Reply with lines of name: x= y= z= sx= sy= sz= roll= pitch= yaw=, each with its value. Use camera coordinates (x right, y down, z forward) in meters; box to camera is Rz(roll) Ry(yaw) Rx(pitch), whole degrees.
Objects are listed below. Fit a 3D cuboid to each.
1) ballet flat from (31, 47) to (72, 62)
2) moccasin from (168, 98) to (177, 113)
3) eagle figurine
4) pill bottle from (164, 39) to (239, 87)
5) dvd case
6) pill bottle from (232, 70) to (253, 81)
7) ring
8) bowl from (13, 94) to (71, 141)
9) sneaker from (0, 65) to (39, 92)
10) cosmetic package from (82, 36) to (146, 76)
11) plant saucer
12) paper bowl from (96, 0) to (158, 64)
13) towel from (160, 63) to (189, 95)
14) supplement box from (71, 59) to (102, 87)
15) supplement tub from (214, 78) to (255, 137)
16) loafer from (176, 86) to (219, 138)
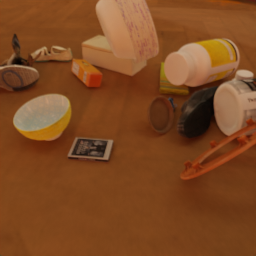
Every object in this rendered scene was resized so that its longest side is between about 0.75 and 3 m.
ballet flat: x=-3.663 y=-3.497 z=13.106 sx=2.115 sy=0.659 sz=0.713 roll=-1 pitch=37 yaw=0
moccasin: x=1.410 y=-0.580 z=9.472 sx=0.362 sy=0.427 sz=1.061 roll=15 pitch=53 yaw=11
eagle figurine: x=-4.758 y=-2.967 z=11.973 sx=1.981 sy=1.495 sz=1.503 roll=36 pitch=59 yaw=24
pill bottle: x=2.784 y=-2.461 z=10.677 sx=2.862 sy=1.593 sz=1.593 roll=-20 pitch=40 yaw=-35
dvd case: x=-1.053 y=0.618 z=8.000 sx=1.144 sy=0.141 sz=0.860 roll=5 pitch=36 yaw=5
pill bottle: x=3.829 y=-1.277 z=9.585 sx=0.722 sy=1.286 sz=0.722 roll=-1 pitch=37 yaw=1
ring: x=2.283 y=0.357 z=6.480 sx=2.656 sy=2.656 sz=0.255 roll=-31 pitch=84 yaw=-35
bowl: x=-2.402 y=-0.159 z=8.311 sx=1.663 sy=0.895 sz=1.663 roll=-8 pitch=41 yaw=7
sneaker: x=-4.906 y=-2.023 z=10.870 sx=2.820 sy=1.051 sz=1.228 roll=-5 pitch=32 yaw=-8
cosmetic package: x=-0.618 y=-3.287 z=12.560 sx=2.644 sy=0.966 sz=1.369 roll=19 pitch=41 yaw=24
plant saucer: x=0.987 y=-0.402 z=8.651 sx=0.172 sy=1.165 sz=1.165 roll=-2 pitch=26 yaw=47
paper bowl: x=-0.136 y=-3.712 z=10.110 sx=1.514 sy=2.912 sz=2.912 roll=-23 pitch=39 yaw=-1
towel: x=1.876 y=-2.073 z=11.598 sx=1.114 sy=0.234 sz=2.589 roll=8 pitch=36 yaw=3
supplement box: x=-1.723 y=-2.271 z=11.460 sx=0.580 sy=0.600 sz=1.743 roll=-5 pitch=35 yaw=-34
supplement tub: x=4.185 y=-0.707 z=8.484 sx=2.738 sy=1.677 sz=1.677 roll=-9 pitch=37 yaw=-10
loafer: x=2.144 y=-0.493 z=8.993 sx=0.986 sy=0.993 sz=2.729 roll=1 pitch=27 yaw=39
